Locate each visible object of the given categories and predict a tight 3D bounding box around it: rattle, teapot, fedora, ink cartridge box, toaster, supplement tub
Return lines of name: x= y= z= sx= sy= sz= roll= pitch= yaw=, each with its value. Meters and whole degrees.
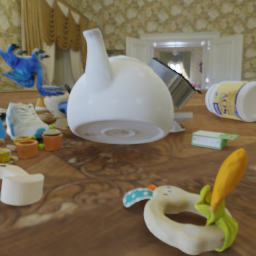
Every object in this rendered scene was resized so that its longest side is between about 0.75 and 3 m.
rattle: x=0.589 y=0.721 z=3.674 sx=1.126 sy=1.236 sz=1.730 roll=-19 pitch=22 yaw=-18
teapot: x=-0.154 y=-0.841 z=7.360 sx=2.888 sy=2.137 sz=2.926 roll=9 pitch=-19 yaw=-22
fedora: x=-4.756 y=-1.342 z=16.118 sx=1.838 sy=0.749 sz=1.838 roll=0 pitch=11 yaw=0
ink cartridge box: x=2.455 y=0.348 z=7.926 sx=1.168 sy=0.346 sz=0.606 roll=7 pitch=13 yaw=35
toaster: x=1.373 y=-1.408 z=9.175 sx=1.568 sy=0.931 sz=1.418 roll=41 pitch=9 yaw=33
supplement tub: x=4.946 y=-1.278 z=12.951 sx=1.751 sy=1.751 sz=2.408 roll=-5 pitch=11 yaw=-24

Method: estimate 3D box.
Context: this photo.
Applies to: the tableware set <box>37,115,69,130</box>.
tableware set: x=-2.795 y=-0.377 z=12.010 sx=2.461 sy=0.342 sz=2.946 roll=6 pitch=11 yaw=30

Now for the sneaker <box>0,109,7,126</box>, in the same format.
sneaker: x=-5.618 y=-0.399 z=10.513 sx=1.416 sy=0.903 sz=2.451 roll=1 pitch=9 yaw=23

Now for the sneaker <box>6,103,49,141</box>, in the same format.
sneaker: x=-3.352 y=-0.215 z=9.032 sx=1.014 sy=1.071 sz=2.651 roll=-6 pitch=13 yaw=-39

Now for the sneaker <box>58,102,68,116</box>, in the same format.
sneaker: x=-1.551 y=-0.261 z=8.931 sx=1.902 sy=0.782 sz=0.703 roll=24 pitch=-10 yaw=22

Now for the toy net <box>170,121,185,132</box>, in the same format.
toy net: x=1.013 y=-0.066 z=10.020 sx=2.153 sy=0.416 sz=1.130 roll=0 pitch=10 yaw=-4

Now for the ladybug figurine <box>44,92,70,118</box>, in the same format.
ladybug figurine: x=-2.485 y=-1.056 z=12.104 sx=1.877 sy=0.995 sz=2.765 roll=-4 pitch=10 yaw=16

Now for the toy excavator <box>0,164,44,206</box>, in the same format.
toy excavator: x=-2.616 y=0.653 z=4.825 sx=2.145 sy=1.071 sz=2.085 roll=6 pitch=9 yaw=-21

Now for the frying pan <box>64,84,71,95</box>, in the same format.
frying pan: x=-1.679 y=-0.859 z=9.616 sx=1.028 sy=1.699 sz=0.277 roll=-19 pitch=2 yaw=39

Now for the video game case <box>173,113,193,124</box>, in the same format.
video game case: x=1.412 y=-0.337 z=10.557 sx=1.607 sy=0.202 sz=2.244 roll=-1 pitch=-4 yaw=2

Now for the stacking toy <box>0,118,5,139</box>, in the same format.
stacking toy: x=-5.145 y=-0.029 z=7.872 sx=2.835 sy=1.556 sz=1.645 roll=-15 pitch=17 yaw=-14

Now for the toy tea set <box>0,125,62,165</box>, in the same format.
toy tea set: x=-2.759 y=0.252 z=7.008 sx=1.385 sy=0.862 sz=2.328 roll=6 pitch=12 yaw=31

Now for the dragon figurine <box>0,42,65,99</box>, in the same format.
dragon figurine: x=-2.957 y=-1.581 z=7.759 sx=2.564 sy=1.275 sz=0.754 roll=14 pitch=-3 yaw=1
